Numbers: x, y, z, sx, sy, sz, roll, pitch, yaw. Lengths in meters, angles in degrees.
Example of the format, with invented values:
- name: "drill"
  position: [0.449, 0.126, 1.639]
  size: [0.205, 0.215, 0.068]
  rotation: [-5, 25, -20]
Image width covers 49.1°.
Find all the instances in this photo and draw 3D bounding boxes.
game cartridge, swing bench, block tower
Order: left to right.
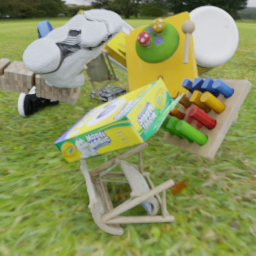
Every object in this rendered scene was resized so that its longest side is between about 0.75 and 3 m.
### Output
- name: "block tower"
  position: [-3.128, -1.608, 9.478]
  size: [2.953, 0.854, 0.798]
  rotation: [12, 39, 0]
- name: "swing bench"
  position: [-1.521, -2.528, 11.043]
  size: [1.177, 1.805, 1.815]
  rotation: [-40, 62, -10]
- name: "swing bench"
  position: [-0.104, 1.502, 7.089]
  size: [1.947, 1.263, 1.937]
  rotation: [-12, 29, -11]
- name: "game cartridge"
  position: [1.045, -2.174, 9.197]
  size: [2.311, 2.622, 0.425]
  rotation: [-8, -9, 27]

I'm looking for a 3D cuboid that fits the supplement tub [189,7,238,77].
- name: "supplement tub"
  position: [2.648, -3.136, 10.942]
  size: [2.110, 2.110, 2.917]
  rotation: [-4, 0, -8]

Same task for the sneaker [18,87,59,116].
- name: "sneaker"
  position: [-3.951, -1.321, 12.870]
  size: [1.465, 0.957, 2.619]
  rotation: [-1, 26, 0]

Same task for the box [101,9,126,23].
- name: "box"
  position: [-0.662, -5.048, 13.681]
  size: [1.307, 0.373, 1.910]
  rotation: [30, 6, 1]

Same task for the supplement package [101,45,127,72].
- name: "supplement package"
  position: [-0.469, -3.874, 13.863]
  size: [2.471, 1.449, 1.444]
  rotation: [25, 9, -42]

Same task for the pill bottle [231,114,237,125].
- name: "pill bottle"
  position: [3.097, -0.627, 8.779]
  size: [0.647, 1.163, 0.647]
  rotation: [-9, 55, 13]

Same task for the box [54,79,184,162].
- name: "box"
  position: [-0.239, -0.154, 6.446]
  size: [2.918, 0.706, 1.712]
  rotation: [-16, 23, 40]

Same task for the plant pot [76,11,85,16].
- name: "plant pot"
  position: [-1.679, -4.051, 12.019]
  size: [1.260, 1.112, 1.260]
  rotation: [0, -15, -34]

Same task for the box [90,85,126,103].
- name: "box"
  position: [-1.001, -1.765, 14.451]
  size: [1.191, 0.329, 1.486]
  rotation: [19, 32, 33]

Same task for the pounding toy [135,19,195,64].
- name: "pounding toy"
  position: [0.872, -2.499, 7.660]
  size: [1.697, 1.310, 0.787]
  rotation: [10, -12, 26]

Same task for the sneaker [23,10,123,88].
- name: "sneaker"
  position: [-1.448, -2.212, 8.266]
  size: [2.935, 1.687, 1.103]
  rotation: [-29, 71, -4]

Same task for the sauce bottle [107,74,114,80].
- name: "sauce bottle"
  position: [-0.777, -2.181, 12.096]
  size: [0.286, 0.286, 0.866]
  rotation: [-12, 17, -22]

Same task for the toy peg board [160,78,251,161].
- name: "toy peg board"
  position: [1.593, -0.511, 7.024]
  size: [0.987, 2.009, 2.017]
  rotation: [30, -2, -25]

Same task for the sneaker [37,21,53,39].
- name: "sneaker"
  position: [-2.861, -2.354, 9.894]
  size: [1.080, 2.773, 0.972]
  rotation: [-11, 46, -2]

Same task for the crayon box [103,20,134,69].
- name: "crayon box"
  position: [-0.073, -3.108, 10.874]
  size: [1.509, 0.604, 2.377]
  rotation: [34, 40, -14]
